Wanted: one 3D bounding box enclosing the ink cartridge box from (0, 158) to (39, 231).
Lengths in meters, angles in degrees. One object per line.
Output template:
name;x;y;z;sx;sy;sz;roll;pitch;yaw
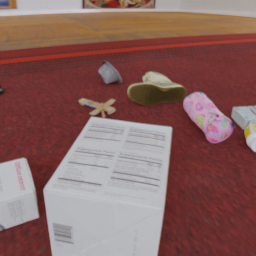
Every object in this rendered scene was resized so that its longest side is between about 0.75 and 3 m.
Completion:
ink cartridge box;-3.389;1.716;6.746;2.156;0.899;1.566;-13;32;-22

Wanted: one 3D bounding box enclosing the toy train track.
toy train track;-1.348;-0.861;11.982;2.216;0.361;1.271;20;46;42

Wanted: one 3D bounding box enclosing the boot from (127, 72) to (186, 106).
boot;1.024;-1.939;13.169;2.791;1.006;2.158;-3;30;-21

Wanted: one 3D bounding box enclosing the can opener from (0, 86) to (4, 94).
can opener;-6.764;-1.731;13.377;1.476;0.468;0.580;-24;38;-36

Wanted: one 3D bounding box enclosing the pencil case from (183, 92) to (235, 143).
pencil case;2.948;-0.477;10.522;1.108;1.108;2.533;-4;28;-7

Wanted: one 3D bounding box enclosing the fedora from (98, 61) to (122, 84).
fedora;-1.057;-2.803;14.791;0.694;1.360;1.538;-39;51;-8

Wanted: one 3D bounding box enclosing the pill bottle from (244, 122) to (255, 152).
pill bottle;4.339;0.329;9.501;0.647;0.647;1.155;7;30;12

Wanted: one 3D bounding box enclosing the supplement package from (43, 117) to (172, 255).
supplement package;-0.232;1.364;6.114;2.048;2.063;2.719;8;30;8

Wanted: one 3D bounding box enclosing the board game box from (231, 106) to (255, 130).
board game box;5.055;-0.415;10.993;1.563;0.502;1.153;-3;30;-3
